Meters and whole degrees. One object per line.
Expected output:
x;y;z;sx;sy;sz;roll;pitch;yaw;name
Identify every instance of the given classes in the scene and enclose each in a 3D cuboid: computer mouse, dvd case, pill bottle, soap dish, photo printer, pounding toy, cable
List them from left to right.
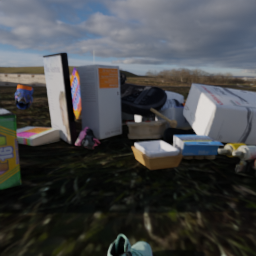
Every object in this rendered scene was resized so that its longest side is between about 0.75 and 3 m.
-2.164;-0.934;8.788;0.236;2.694;1.922;-11;15;-29;dvd case
0.203;-1.080;10.403;2.835;0.747;1.963;19;52;34;computer mouse
0.772;-0.177;9.174;1.723;0.988;0.985;-2;7;16;pounding toy
0.658;0.639;6.618;0.846;0.437;1.076;-4;11;-19;soap dish
1.383;-0.600;11.251;2.112;1.122;1.122;-2;11;-11;pill bottle
1.678;-1.134;13.373;1.746;0.729;2.099;12;32;17;photo printer
3.096;0.560;6.143;2.469;0.621;1.199;-13;29;-38;cable

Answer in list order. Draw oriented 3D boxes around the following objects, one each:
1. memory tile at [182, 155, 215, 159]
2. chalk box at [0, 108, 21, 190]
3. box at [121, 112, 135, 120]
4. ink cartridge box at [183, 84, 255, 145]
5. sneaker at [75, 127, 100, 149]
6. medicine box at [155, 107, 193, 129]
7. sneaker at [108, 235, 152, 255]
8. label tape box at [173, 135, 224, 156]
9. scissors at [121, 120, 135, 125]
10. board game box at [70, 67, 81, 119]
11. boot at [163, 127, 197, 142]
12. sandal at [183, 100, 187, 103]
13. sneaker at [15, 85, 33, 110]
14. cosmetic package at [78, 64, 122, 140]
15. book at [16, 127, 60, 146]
1.645;0.666;7.367;1.106;0.093;0.848;-1;10;0;memory tile
-3.327;0.457;5.016;2.309;1.429;1.436;-9;16;-36;chalk box
-0.062;-0.554;12.060;1.012;0.399;0.714;3;4;-5;box
3.206;-0.384;8.314;2.581;1.068;1.891;6;27;-12;ink cartridge box
-1.142;0.350;8.352;0.630;0.522;1.321;21;12;-3;sneaker
1.833;-0.312;9.960;1.274;0.720;1.398;-2;-3;-21;medicine box
0.048;1.318;2.981;0.298;0.478;0.811;4;10;26;sneaker
1.657;0.453;6.784;0.868;0.401;1.212;0;9;-5;label tape box
-0.071;-0.216;11.976;0.747;0.142;2.043;13;18;40;scissors
-1.704;-1.665;13.324;1.726;1.724;1.724;-6;54;-32;board game box
1.788;0.230;8.642;1.010;0.459;1.202;4;5;40;boot
3.588;-1.153;14.698;2.887;0.824;1.146;10;12;36;sandal
-5.875;-1.488;15.531;1.025;1.067;2.721;12;-17;-15;sneaker
-0.911;-0.884;9.356;0.837;2.349;1.191;4;11;36;cosmetic package
-3.134;0.243;8.944;1.590;0.382;1.062;7;15;34;book
